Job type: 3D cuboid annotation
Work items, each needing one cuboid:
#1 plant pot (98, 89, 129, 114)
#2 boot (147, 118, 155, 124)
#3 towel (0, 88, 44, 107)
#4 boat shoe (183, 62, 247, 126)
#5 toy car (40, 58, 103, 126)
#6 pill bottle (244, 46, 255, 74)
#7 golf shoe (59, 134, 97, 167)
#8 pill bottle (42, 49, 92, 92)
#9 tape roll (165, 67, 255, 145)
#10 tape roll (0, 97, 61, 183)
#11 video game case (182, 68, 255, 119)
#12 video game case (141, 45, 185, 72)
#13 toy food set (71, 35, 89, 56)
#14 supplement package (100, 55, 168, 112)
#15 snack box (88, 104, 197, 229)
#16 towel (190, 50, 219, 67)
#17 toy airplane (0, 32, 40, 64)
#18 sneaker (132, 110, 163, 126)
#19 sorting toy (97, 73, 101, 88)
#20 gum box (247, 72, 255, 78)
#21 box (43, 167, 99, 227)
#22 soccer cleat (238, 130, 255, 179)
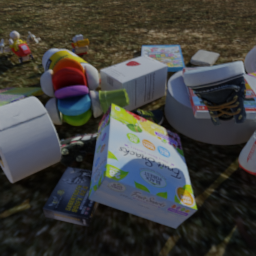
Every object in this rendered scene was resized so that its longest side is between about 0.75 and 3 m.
[{"bbox_3d":[-0.360,-0.769,7.840,0.715,0.752,0.752,-15,36,9],"label":"plant pot"},{"bbox_3d":[0.467,0.131,7.565,0.613,0.303,0.789,-12,76,-16],"label":"boot"},{"bbox_3d":[-3.788,-0.884,8.586,1.633,0.259,2.274,4,23,18],"label":"towel"},{"bbox_3d":[1.783,-0.559,5.218,0.908,1.165,2.567,-5,7,31],"label":"boat shoe"},{"bbox_3d":[-1.592,-1.042,7.938,1.680,1.440,1.920,-10,82,-8],"label":"toy car"},{"bbox_3d":[5.534,-2.849,10.876,1.314,1.314,2.342,24,43,29],"label":"pill bottle"},{"bbox_3d":[-0.894,0.370,7.115,1.861,0.718,0.820,-9,27,-15],"label":"golf shoe"},{"bbox_3d":[-2.114,-1.959,9.721,1.266,1.266,2.261,-24,43,-28],"label":"pill bottle"},{"bbox_3d":[2.609,-0.785,8.398,2.959,0.978,2.959,-1,37,0],"label":"tape roll"},{"bbox_3d":[-2.447,0.252,6.407,1.168,1.700,1.700,-25,43,-29],"label":"tape roll"},{"bbox_3d":[2.539,-1.035,7.728,1.783,0.218,2.494,1,37,1],"label":"video game case"},{"bbox_3d":[1.417,-2.989,11.913,1.736,0.216,2.426,0,36,5],"label":"video game case"},{"bbox_3d":[-2.272,-3.603,12.332,0.720,0.764,1.600,-18,32,-20],"label":"toy food set"},{"bbox_3d":[0.197,-1.464,9.166,1.911,1.144,1.159,-26,44,-31],"label":"supplement package"},{"bbox_3d":[0.283,0.714,5.918,1.925,0.772,2.282,23,35,-18],"label":"snack box"},{"bbox_3d":[3.263,-2.936,11.911,0.915,0.238,1.381,21,42,23],"label":"towel"},{"bbox_3d":[-4.752,-3.551,11.942,1.640,1.162,1.647,1,38,5],"label":"toy airplane"},{"bbox_3d":[0.440,-0.245,7.953,1.510,0.639,0.562,-27,46,-30],"label":"sneaker"},{"bbox_3d":[-0.738,-1.931,10.567,1.166,0.210,1.566,-2,37,-3],"label":"sorting toy"},{"bbox_3d":[5.017,-1.016,8.793,1.476,0.860,2.600,-15,39,-20],"label":"gum box"},{"bbox_3d":[-1.082,1.425,5.999,0.969,0.296,1.224,9,38,12],"label":"box"},{"bbox_3d":[3.725,0.196,6.893,2.820,1.201,0.968,-27,45,-31],"label":"soccer cleat"}]
